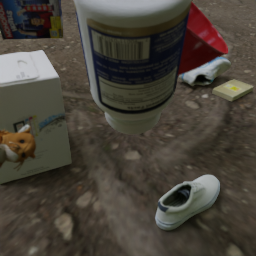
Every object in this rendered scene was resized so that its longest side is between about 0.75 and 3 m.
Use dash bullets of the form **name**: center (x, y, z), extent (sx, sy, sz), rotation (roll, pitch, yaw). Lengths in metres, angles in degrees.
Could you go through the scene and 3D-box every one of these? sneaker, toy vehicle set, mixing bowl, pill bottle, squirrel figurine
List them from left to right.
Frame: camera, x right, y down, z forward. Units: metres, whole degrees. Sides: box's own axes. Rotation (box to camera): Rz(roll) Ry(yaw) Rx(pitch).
- **squirrel figurine**: center (-1.979, 0.262, 4.186), extent (1.116, 0.846, 1.196), rotation (-13, 20, -17)
- **pill bottle**: center (0.058, -0.875, 3.635), extent (1.223, 2.202, 1.223), rotation (0, 56, 0)
- **mixing bowl**: center (0.694, -2.209, 6.387), extent (2.898, 1.569, 2.898), rotation (29, 36, -24)
- **sneaker**: center (1.356, 1.444, 5.958), extent (1.870, 0.662, 0.683), rotation (-28, 43, -34)
- **sneaker**: center (3.222, -2.121, 11.174), extent (2.257, 0.846, 0.978), rotation (-20, 45, -13)
- **toy vehicle set**: center (3.965, -1.442, 10.597), extent (1.367, 0.181, 0.849), rotation (-25, 41, -31)

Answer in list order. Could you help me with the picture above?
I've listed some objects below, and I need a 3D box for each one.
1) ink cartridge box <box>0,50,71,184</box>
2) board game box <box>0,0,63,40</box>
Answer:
- **ink cartridge box**: center (-2.633, -0.345, 6.902), extent (1.821, 2.518, 1.854), rotation (-14, 37, -21)
- **board game box**: center (-3.586, -4.273, 8.924), extent (2.721, 2.723, 0.840), rotation (-3, 45, -7)
